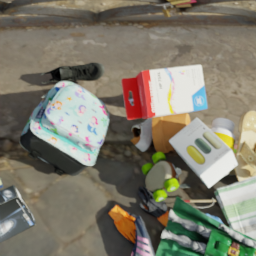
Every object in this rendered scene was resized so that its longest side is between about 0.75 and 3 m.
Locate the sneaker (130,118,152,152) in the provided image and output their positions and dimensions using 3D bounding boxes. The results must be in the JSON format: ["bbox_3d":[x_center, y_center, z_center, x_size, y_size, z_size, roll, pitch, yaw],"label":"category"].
[{"bbox_3d":[0.609,-0.046,10.119,0.768,0.661,1.815,37,47,-14],"label":"sneaker"}]

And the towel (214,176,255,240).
[{"bbox_3d":[3.522,2.458,7.922,1.501,0.309,2.012,-22,58,10],"label":"towel"}]

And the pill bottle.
[{"bbox_3d":[2.961,0.615,9.232,0.986,0.986,1.773,15,71,13],"label":"pill bottle"}]

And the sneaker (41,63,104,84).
[{"bbox_3d":[-2.316,-2.222,11.614,2.507,0.753,1.308,0,14,32],"label":"sneaker"}]

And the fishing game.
[{"bbox_3d":[2.063,3.104,7.799,1.587,0.345,2.216,-2,62,-2],"label":"fishing game"}]

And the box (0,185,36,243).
[{"bbox_3d":[-3.427,2.412,7.438,1.469,1.834,0.399,-23,53,-20],"label":"box"}]

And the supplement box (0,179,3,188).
[{"bbox_3d":[-5.067,1.292,8.429,1.778,1.776,1.193,-25,54,-20],"label":"supplement box"}]

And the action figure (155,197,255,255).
[{"bbox_3d":[2.335,3.048,7.205,2.898,0.793,1.712,17,73,18],"label":"action figure"}]

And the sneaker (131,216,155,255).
[{"bbox_3d":[0.310,3.193,7.475,0.667,0.570,1.626,-19,56,0],"label":"sneaker"}]

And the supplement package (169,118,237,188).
[{"bbox_3d":[2.199,0.730,8.238,1.125,1.117,1.482,-40,51,3],"label":"supplement package"}]

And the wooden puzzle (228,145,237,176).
[{"bbox_3d":[3.566,0.958,9.807,0.990,0.117,1.669,14,52,12],"label":"wooden puzzle"}]

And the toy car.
[{"bbox_3d":[1.347,1.544,8.758,1.436,1.133,1.180,10,43,-37],"label":"toy car"}]

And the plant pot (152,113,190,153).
[{"bbox_3d":[1.513,0.072,9.465,1.081,1.545,1.545,-5,47,21],"label":"plant pot"}]

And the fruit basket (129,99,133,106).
[{"bbox_3d":[0.491,-1.021,11.345,0.728,0.369,0.786,-16,51,-13],"label":"fruit basket"}]

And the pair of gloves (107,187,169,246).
[{"bbox_3d":[0.401,2.591,8.336,1.667,0.206,1.486,-31,57,-23],"label":"pair of gloves"}]

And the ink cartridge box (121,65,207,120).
[{"bbox_3d":[1.090,-1.067,8.624,2.392,0.804,1.390,-9,90,-11],"label":"ink cartridge box"}]

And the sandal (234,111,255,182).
[{"bbox_3d":[3.879,0.730,8.578,0.933,0.837,2.544,2,87,-7],"label":"sandal"}]

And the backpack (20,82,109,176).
[{"bbox_3d":[-1.870,-0.190,9.256,2.462,2.088,2.774,34,39,-18],"label":"backpack"}]
